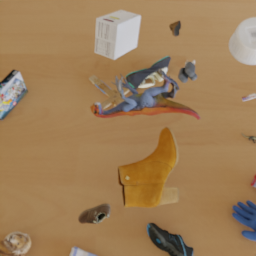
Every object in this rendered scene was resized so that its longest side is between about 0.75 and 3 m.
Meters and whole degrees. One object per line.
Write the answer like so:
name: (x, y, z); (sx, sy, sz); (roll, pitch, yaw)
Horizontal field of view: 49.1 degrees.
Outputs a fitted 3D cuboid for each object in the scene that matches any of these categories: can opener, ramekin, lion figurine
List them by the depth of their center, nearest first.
lion figurine: (-3.907, 4.360, 8.384); (1.500, 0.888, 2.449); (9, 68, -3)
ramekin: (3.930, -2.740, 8.730); (1.396, 0.680, 1.396); (-2, 72, 6)
can opener: (2.340, -2.112, 10.568); (0.794, 0.628, 2.388); (45, 24, -1)

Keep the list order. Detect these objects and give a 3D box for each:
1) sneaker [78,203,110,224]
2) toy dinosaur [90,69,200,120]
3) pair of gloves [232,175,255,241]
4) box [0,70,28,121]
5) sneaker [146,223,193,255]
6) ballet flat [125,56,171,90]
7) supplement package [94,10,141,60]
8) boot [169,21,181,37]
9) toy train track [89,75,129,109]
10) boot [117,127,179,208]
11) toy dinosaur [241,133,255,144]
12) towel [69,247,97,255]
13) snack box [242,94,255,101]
sneaker: (-0.930, 2.385, 7.491); (1.059, 0.373, 0.400); (-33, 34, 20)
toy dinosaur: (0.228, -0.724, 8.826); (2.699, 1.562, 2.974); (-38, 76, 20)
pair of gloves: (4.906, 2.844, 9.551); (2.190, 0.310, 2.724); (32, 61, 27)
box: (-5.243, -1.427, 12.182); (0.359, 1.300, 1.904); (20, 56, 14)
sneaker: (1.321, 3.642, 9.011); (1.684, 0.617, 0.690); (41, 52, 17)
ballet flat: (1.129, -2.519, 13.307); (2.775, 1.014, 1.014); (-30, 59, -27)
supplement package: (-0.391, -3.600, 10.732); (0.943, 1.324, 1.700); (25, 41, 20)
boot: (2.047, -4.391, 12.511); (0.460, 0.449, 1.220); (-3, 40, 23)
toy train track: (-0.907, -1.582, 12.889); (1.558, 0.442, 2.717); (-37, 56, -16)
boot: (0.583, 1.155, 8.754); (1.843, 0.906, 2.574); (3, 70, -13)
toy dinosaur: (5.089, 0.437, 11.520); (0.844, 0.200, 0.372); (12, 40, 9)
towel: (-1.100, 4.575, 8.492); (1.879, 0.224, 1.380); (15, 56, 11)
snack box: (3.918, -0.979, 9.028); (0.408, 1.134, 0.138); (-16, 88, 26)
